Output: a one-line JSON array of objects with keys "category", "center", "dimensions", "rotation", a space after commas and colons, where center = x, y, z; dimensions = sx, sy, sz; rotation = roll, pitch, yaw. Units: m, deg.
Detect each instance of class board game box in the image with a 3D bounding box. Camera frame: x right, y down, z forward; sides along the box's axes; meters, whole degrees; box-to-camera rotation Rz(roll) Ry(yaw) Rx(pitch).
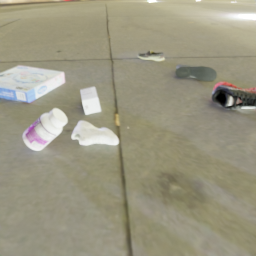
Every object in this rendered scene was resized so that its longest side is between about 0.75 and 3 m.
[{"category": "board game box", "center": [-4.783, -2.070, 12.801], "dimensions": [2.673, 0.580, 2.660], "rotation": [12, 33, 19]}]

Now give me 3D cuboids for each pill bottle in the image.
[{"category": "pill bottle", "center": [-2.466, 0.033, 8.392], "dimensions": [1.319, 0.741, 0.741], "rotation": [-39, 25, 18]}]

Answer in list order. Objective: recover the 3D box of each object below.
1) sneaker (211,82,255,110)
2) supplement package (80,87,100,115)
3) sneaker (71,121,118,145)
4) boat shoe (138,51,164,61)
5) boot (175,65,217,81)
[{"category": "sneaker", "center": [4.402, -1.108, 10.883], "dimensions": [2.522, 0.892, 1.232], "rotation": [18, 34, 31]}, {"category": "supplement package", "center": [-1.496, -1.090, 11.077], "dimensions": [0.609, 0.632, 1.111], "rotation": [-13, 31, -6]}, {"category": "sneaker", "center": [-1.070, 0.337, 8.914], "dimensions": [1.609, 0.602, 0.801], "rotation": [16, 53, 25]}, {"category": "boat shoe", "center": [1.373, -4.361, 16.727], "dimensions": [1.658, 0.545, 0.592], "rotation": [14, 33, 23]}, {"category": "boot", "center": [3.447, -2.950, 14.266], "dimensions": [2.090, 0.708, 1.365], "rotation": [9, 26, 12]}]
